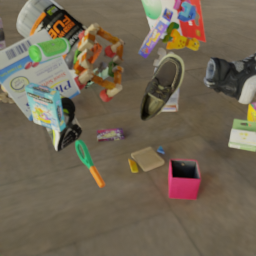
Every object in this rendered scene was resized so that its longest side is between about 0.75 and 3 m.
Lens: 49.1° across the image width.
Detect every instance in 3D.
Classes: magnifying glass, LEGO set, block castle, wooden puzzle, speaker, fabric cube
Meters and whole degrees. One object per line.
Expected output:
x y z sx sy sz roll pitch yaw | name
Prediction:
-0.807 0.737 5.849 0.129 0.458 1.152 -18 60 -29 | magnifying glass
1.929 -3.228 9.686 1.069 2.605 0.994 17 8 -20 | LEGO set
-1.039 -2.193 9.579 1.570 1.102 2.350 21 59 -34 | block castle
0.639 1.052 9.353 1.404 0.164 0.947 -13 41 -18 | wooden puzzle
-1.564 -1.570 5.616 0.365 0.365 0.825 22 37 28 | speaker
1.601 1.485 8.130 0.807 0.820 0.823 2 35 4 | fabric cube

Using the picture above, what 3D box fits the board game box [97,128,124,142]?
-0.672 0.258 10.507 0.982 0.159 0.589 -5 31 -7 | board game box

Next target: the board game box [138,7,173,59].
0.945 -3.244 9.586 0.336 1.501 1.009 31 40 -9 | board game box

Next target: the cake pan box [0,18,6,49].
-5.034 -3.694 10.287 1.301 1.198 0.340 39 53 22 | cake pan box

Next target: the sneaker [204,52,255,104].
3.451 -1.906 9.084 1.652 1.096 2.903 21 41 17 | sneaker

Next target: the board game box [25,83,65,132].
-1.426 -0.346 4.851 0.586 0.776 0.182 18 45 19 | board game box

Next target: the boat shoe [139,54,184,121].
0.821 -0.916 7.159 0.741 2.023 0.656 28 46 9 | boat shoe

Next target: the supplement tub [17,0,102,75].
-2.535 -3.448 10.663 2.903 1.779 1.779 38 39 -6 | supplement tub

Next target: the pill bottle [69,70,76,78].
-3.442 -3.281 14.376 1.427 1.427 2.523 -10 44 -14 | pill bottle

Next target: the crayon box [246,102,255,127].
3.645 0.067 7.519 0.356 1.054 1.221 -17 43 0 | crayon box

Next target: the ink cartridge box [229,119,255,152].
2.955 0.131 7.109 0.636 0.210 0.874 10 63 21 | ink cartridge box

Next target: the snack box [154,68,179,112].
1.304 -1.436 9.890 0.980 0.331 2.727 0 37 13 | snack box

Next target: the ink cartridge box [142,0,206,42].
1.826 -4.766 11.816 0.731 2.349 2.919 -38 44 -12 | ink cartridge box

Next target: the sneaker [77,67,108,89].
-1.630 -2.469 13.952 1.809 0.666 1.067 -18 32 -8 | sneaker

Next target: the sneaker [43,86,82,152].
-1.750 -0.222 6.977 0.837 2.265 0.917 -34 66 -26 | sneaker

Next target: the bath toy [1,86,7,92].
-3.650 -1.821 9.819 1.188 1.010 2.732 -41 21 7 | bath toy

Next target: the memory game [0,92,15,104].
-5.191 -1.546 13.135 1.596 0.102 1.596 0 34 0 | memory game

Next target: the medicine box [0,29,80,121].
-2.324 -1.308 7.155 1.556 1.709 0.879 -31 50 -9 | medicine box
